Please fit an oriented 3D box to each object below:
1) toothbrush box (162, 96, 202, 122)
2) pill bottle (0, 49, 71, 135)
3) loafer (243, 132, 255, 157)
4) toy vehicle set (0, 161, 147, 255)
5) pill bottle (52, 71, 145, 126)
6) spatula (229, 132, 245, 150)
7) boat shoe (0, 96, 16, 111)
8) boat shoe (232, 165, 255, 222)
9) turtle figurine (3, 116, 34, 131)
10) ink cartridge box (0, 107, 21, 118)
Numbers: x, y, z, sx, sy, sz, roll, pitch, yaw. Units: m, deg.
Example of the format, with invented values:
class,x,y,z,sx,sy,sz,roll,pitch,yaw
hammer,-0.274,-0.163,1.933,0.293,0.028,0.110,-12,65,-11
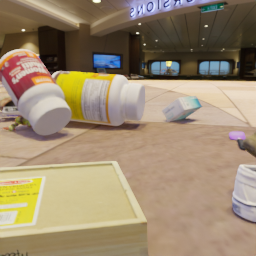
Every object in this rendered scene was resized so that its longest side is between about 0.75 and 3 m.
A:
class,x,y,z,sx,sy,sz,roll,pitch,yaw
toothbrush box,1.763,-0.635,9.152,1.065,0.454,0.780,-10,-21,-46
pill bottle,-2.433,-0.939,7.297,1.200,1.200,2.190,-12,55,-45
loafer,2.287,0.363,3.727,1.634,0.551,0.621,22,8,-14
toy vehicle set,-1.314,0.866,3.002,2.719,0.360,1.689,-2,12,-10
pill bottle,-0.935,-0.877,8.388,2.741,1.497,1.497,7,13,14
spatula,2.551,0.280,6.415,0.362,0.132,1.281,1,12,14
boat shoe,-4.075,-0.982,11.198,2.024,0.767,0.727,-18,23,-31
boat shoe,2.191,0.712,3.060,1.964,0.642,0.723,1,12,4
turtle figurine,-2.848,-0.205,7.964,0.975,0.389,1.209,7,20,25
ink cartridge box,-3.823,-0.530,9.414,1.021,0.222,1.011,-4,-4,-12
